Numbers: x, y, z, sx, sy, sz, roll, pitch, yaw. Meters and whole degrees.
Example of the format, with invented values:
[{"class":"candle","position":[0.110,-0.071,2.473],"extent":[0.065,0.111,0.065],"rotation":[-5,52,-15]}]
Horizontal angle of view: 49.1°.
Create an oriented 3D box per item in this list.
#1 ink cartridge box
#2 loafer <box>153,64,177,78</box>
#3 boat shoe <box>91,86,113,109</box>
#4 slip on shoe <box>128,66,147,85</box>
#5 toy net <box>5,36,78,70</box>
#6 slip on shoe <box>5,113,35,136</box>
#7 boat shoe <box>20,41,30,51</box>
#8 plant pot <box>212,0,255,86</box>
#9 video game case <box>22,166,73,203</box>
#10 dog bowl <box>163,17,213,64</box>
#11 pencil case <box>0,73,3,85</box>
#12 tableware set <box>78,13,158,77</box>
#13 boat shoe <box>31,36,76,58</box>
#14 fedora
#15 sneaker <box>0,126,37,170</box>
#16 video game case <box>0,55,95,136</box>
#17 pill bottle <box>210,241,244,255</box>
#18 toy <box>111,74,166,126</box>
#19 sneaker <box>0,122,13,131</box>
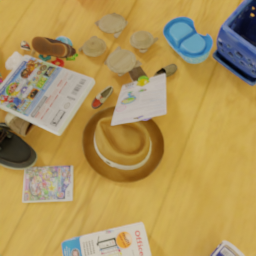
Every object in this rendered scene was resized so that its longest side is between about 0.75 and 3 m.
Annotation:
[{"class":"ink cartridge box","position":[-0.423,3.326,7.006],"extent":[2.016,1.458,1.484],"rotation":[-12,72,-4]},{"class":"loafer","position":[1.264,-1.877,9.348],"extent":[0.921,0.311,0.350],"rotation":[-33,75,-10]},{"class":"boat shoe","position":[-0.833,-0.989,9.035],"extent":[0.337,0.296,0.945],"rotation":[45,80,1]},{"class":"slip on shoe","position":[0.249,-1.930,9.312],"extent":[0.515,0.410,1.353],"rotation":[-27,74,-8]},{"class":"toy net","position":[-2.897,-2.282,9.446],"extent":[2.336,0.451,1.226],"rotation":[-25,76,-6]},{"class":"slip on shoe","position":[-2.607,-0.779,8.603],"extent":[0.738,0.926,2.436],"rotation":[39,68,10]},{"class":"boat shoe","position":[-3.441,-2.759,9.396],"extent":[0.305,0.857,0.268],"rotation":[14,103,-32]},{"class":"plant pot","position":[3.980,-2.678,8.825],"extent":[2.010,1.807,2.010],"rotation":[40,76,13]},{"class":"video game case","position":[-2.360,1.653,8.275],"extent":[1.441,0.130,1.032],"rotation":[-2,71,-1]},{"class":"dog bowl","position":[1.985,-2.903,9.377],"extent":[1.085,0.482,1.946],"rotation":[-34,60,-1]},{"class":"pencil case","position":[-4.703,-2.149,9.110],"extent":[0.933,0.933,2.111],"rotation":[-22,71,-7]},{"class":"tableware set","position":[-0.377,-2.906,9.576],"extent":[2.542,0.295,2.123],"rotation":[34,71,20]},{"class":"boat shoe","position":[-2.397,-2.557,9.001],"extent":[1.597,0.562,0.562],"rotation":[24,113,25]},{"class":"fedora","position":[-0.168,0.339,8.225],"extent":[2.592,1.057,2.592],"rotation":[0,71,1]},{"class":"sneaker","position":[-3.836,0.299,7.988],"extent":[2.535,1.346,0.948],"rotation":[27,65,6]},{"class":"video game case","position":[-2.504,-1.035,8.068],"extent":[2.612,0.235,1.870],"rotation":[22,69,20]},{"class":"pill bottle","position":[2.334,3.735,7.206],"extent":[1.470,0.850,0.850],"rotation":[-42,76,-12]},{"class":"toy","position":[0.439,-0.722,8.138],"extent":[1.452,0.595,2.522],"rotation":[-12,34,15]},{"class":"sneaker","position":[-3.588,-0.149,8.776],"extent":[0.819,0.306,0.435],"rotation":[10,65,-15]}]
